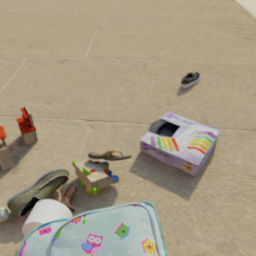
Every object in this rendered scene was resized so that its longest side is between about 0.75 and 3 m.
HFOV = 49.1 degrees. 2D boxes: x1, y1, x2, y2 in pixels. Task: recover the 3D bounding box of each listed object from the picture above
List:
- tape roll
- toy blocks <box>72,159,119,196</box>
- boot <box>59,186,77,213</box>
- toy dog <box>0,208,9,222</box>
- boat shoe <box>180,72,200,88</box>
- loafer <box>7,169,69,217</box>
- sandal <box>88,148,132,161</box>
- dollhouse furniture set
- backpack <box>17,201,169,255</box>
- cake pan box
[{"bbox_3d":[-1.979,2.386,6.924,1.029,1.029,0.706,6,33,7],"label":"tape roll"},{"bbox_3d":[-0.941,1.368,8.561,0.998,0.729,1.460,-15,31,-32],"label":"toy blocks"},{"bbox_3d":[-1.602,1.975,7.908,0.761,0.262,0.816,1,37,31],"label":"boot"},{"bbox_3d":[-4.131,2.273,7.301,1.683,0.811,1.110,-25,46,-27],"label":"toy dog"},{"bbox_3d":[2.989,-2.370,13.185,0.523,0.515,1.451,27,47,29],"label":"boat shoe"},{"bbox_3d":[-2.426,1.873,7.937,1.878,0.706,0.654,-34,53,-20],"label":"loafer"},{"bbox_3d":[-0.572,0.799,8.658,1.368,0.373,0.559,4,3,15],"label":"sandal"},{"bbox_3d":[-4.394,0.192,9.515,2.325,1.211,2.350,-22,44,-24],"label":"dollhouse furniture set"},{"bbox_3d":[-0.635,2.877,5.321,2.978,2.283,2.618,-12,59,-4],"label":"backpack"},{"bbox_3d":[1.773,0.437,9.742,2.225,0.582,2.049,24,43,26],"label":"cake pan box"}]
